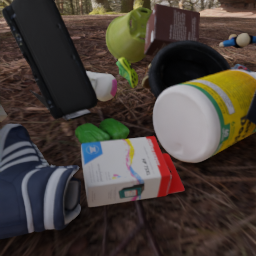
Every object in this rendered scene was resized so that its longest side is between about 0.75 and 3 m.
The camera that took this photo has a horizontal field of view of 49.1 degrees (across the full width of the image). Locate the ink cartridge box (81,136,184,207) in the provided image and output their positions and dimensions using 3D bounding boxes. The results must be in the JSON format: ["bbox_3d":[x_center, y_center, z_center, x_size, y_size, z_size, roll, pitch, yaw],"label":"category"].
[{"bbox_3d":[0.086,0.700,4.867,1.692,0.569,0.983,-6,42,-12],"label":"ink cartridge box"}]

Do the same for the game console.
[{"bbox_3d":[-1.527,-1.754,6.587,1.580,2.715,2.388,-19,12,18],"label":"game console"}]

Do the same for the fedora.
[{"bbox_3d":[1.741,-1.256,8.059,2.429,2.429,1.109,0,-8,-1],"label":"fedora"}]

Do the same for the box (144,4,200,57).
[{"bbox_3d":[1.625,-3.529,10.560,1.704,1.413,1.399,8,-10,-9],"label":"box"}]

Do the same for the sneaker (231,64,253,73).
[{"bbox_3d":[3.483,-1.399,8.635,2.265,1.082,0.898,17,59,37],"label":"sneaker"}]

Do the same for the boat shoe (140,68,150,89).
[{"bbox_3d":[0.854,-1.905,10.249,0.591,0.592,1.641,33,40,21],"label":"boat shoe"}]

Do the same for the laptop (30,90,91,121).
[{"bbox_3d":[-1.898,-0.735,7.895,1.232,0.714,1.154,-22,34,-37],"label":"laptop"}]

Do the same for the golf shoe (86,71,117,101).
[{"bbox_3d":[-1.217,-1.336,8.622,1.045,0.860,2.283,4,9,-37],"label":"golf shoe"}]

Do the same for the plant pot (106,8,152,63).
[{"bbox_3d":[0.329,-4.249,12.503,2.258,2.258,2.076,-8,3,-17],"label":"plant pot"}]

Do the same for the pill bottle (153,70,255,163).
[{"bbox_3d":[2.073,-0.411,6.229,2.831,1.597,1.597,-20,32,-35],"label":"pill bottle"}]

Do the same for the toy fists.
[{"bbox_3d":[-0.530,0.166,6.252,1.263,0.434,0.644,-14,35,-43],"label":"toy fists"}]

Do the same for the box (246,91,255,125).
[{"bbox_3d":[3.281,-0.802,4.992,1.961,1.451,1.023,-27,48,-24],"label":"box"}]

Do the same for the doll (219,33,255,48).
[{"bbox_3d":[4.917,-3.823,12.319,1.723,0.612,2.525,-3,17,16],"label":"doll"}]

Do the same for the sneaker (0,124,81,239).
[{"bbox_3d":[-1.525,0.717,4.658,1.464,0.946,2.698,-3,27,-9],"label":"sneaker"}]

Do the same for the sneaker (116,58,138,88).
[{"bbox_3d":[-0.026,-1.926,9.825,0.465,1.112,0.412,-7,28,50],"label":"sneaker"}]

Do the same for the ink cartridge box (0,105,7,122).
[{"bbox_3d":[-3.268,-0.136,4.574,1.837,1.060,2.514,-33,9,-11],"label":"ink cartridge box"}]
